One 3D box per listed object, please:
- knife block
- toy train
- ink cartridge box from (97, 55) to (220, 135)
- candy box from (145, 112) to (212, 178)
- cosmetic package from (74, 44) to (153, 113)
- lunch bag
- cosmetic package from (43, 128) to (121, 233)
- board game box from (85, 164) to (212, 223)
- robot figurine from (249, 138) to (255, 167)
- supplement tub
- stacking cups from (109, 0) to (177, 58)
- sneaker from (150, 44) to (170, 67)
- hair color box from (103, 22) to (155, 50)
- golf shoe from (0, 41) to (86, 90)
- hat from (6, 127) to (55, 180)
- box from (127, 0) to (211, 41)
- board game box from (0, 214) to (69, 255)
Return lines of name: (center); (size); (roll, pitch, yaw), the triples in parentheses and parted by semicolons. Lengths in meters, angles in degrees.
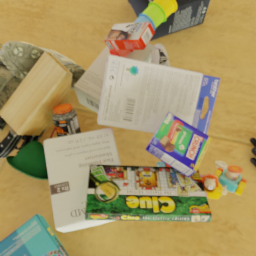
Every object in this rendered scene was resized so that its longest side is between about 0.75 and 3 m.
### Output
knife block: (-2.862, -0.409, 7.735); (0.913, 2.855, 2.506); (43, 56, 13)
toy train: (2.040, 1.093, 7.393); (2.342, 0.651, 1.759); (1, 30, -22)
ink cartridge box: (0.744, -0.729, 7.118); (2.851, 0.598, 1.701); (9, 99, -5)
candy box: (1.151, 0.373, 6.350); (1.171, 0.451, 0.990); (32, 61, 2)
cosmetic package: (-0.385, -1.729, 9.125); (1.408, 1.110, 2.617); (31, 70, 13)
lunch bag: (-4.295, -1.613, 8.864); (2.194, 1.573, 2.676); (23, 63, 8)
cosmetic package: (-1.064, 1.430, 7.371); (1.779, 1.780, 2.158); (-12, 68, -10)
board game box: (0.399, 1.389, 6.086); (2.562, 0.301, 1.342); (2, 41, -5)
robot figurine: (4.217, 0.725, 8.231); (0.853, 1.027, 1.366); (-27, 68, -32)
supplement tub: (-1.715, -0.078, 7.847); (0.678, 1.106, 0.678); (-8, 25, 4)
stacking cups: (0.401, -3.090, 8.682); (0.765, 0.765, 2.529); (42, 83, 16)
sneaker: (0.533, -1.239, 8.364); (1.549, 1.012, 2.694); (-8, 71, 12)
hair color box: (0.012, -2.397, 7.342); (1.190, 0.380, 0.660); (12, 63, 39)
golf shoe: (-2.658, -1.990, 8.548); (1.082, 2.765, 1.344); (-54, 54, 16)
hat: (-2.482, 0.486, 7.844); (1.598, 1.324, 1.407); (28, 91, 53)
box: (1.400, -4.769, 10.282); (2.314, 1.359, 2.276); (-21, 69, -8)
board game box: (-2.338, 4.041, 6.924); (2.206, 0.686, 2.922); (-37, 72, -14)
